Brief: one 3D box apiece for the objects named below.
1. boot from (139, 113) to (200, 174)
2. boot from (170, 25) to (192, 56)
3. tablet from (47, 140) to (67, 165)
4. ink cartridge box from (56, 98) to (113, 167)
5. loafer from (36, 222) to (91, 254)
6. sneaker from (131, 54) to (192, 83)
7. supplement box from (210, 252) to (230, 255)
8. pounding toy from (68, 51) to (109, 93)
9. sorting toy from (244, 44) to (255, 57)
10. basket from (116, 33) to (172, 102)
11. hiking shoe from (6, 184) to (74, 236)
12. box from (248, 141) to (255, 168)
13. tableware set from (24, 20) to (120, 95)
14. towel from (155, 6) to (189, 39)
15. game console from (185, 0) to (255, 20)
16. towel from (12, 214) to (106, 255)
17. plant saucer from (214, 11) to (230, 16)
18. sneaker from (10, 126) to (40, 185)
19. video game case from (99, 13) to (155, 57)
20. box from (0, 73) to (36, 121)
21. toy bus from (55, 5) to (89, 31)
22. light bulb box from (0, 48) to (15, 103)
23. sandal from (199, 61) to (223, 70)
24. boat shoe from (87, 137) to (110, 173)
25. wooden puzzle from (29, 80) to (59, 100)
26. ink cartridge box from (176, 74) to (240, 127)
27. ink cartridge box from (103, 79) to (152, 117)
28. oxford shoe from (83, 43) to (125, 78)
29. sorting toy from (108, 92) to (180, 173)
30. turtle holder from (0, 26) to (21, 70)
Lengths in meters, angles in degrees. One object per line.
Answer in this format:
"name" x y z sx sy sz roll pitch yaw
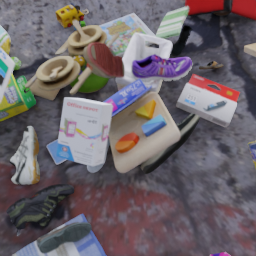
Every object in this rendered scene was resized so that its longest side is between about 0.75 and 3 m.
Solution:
"boot" 0.729 -0.035 7.877 2.303 0.831 1.740 -40 68 -20
"boot" 1.771 -2.915 9.323 0.345 0.763 0.932 31 55 11
"tablet" -1.711 0.523 8.021 1.068 0.073 0.695 -30 67 -13
"ink cartridge box" -0.946 0.052 6.051 0.956 0.560 1.323 12 96 19
"loafer" -1.488 2.447 6.490 1.266 0.398 0.455 -12 105 -33
"sneaker" 0.890 -1.656 7.497 1.653 0.690 0.666 -9 52 4
"supplement box" 1.689 3.931 5.595 1.263 1.236 2.443 37 68 17
"pounding toy" -1.321 -2.056 8.890 1.356 0.815 1.756 -7 63 0
"sorting toy" 3.677 -1.572 6.345 1.456 0.510 1.465 -14 32 -8
"basket" 0.484 -1.758 8.590 1.258 1.145 1.856 17 64 9
"hiking shoe" -2.092 1.999 7.035 1.662 0.629 0.837 -21 94 -23
"box" 3.626 0.967 7.315 0.429 0.467 1.333 -12 80 -11
"tableware set" -1.746 -2.295 8.477 1.982 0.601 2.999 10 54 29
"towel" 1.386 -3.287 8.830 0.905 0.139 1.186 2 60 42
"game console" 3.576 -5.435 10.377 2.391 1.647 2.775 4 89 34
"towel" -1.713 3.379 6.395 2.498 0.297 1.835 -29 61 -16
"plant saucer" 3.513 -4.617 10.650 0.834 0.134 0.834 0 62 0
"sneaker" -2.851 0.713 7.608 0.738 0.637 1.684 -8 62 -4
"video game case" -0.088 -3.269 9.830 1.728 0.191 1.573 -28 64 -18
"box" -4.093 -0.812 8.442 2.319 0.561 1.361 -25 65 -14
"toy bus" -2.055 -4.154 10.155 1.053 0.577 1.116 6 63 3
"light bulb box" -4.508 -0.984 6.805 2.510 1.580 2.532 -14 50 16
"sandal" 2.699 -2.037 9.100 0.888 0.363 0.242 -7 102 -16
"boat shoe" -0.798 0.726 7.733 0.421 0.363 1.171 28 61 -8
"wooden puzzle" -2.567 -1.403 8.976 0.900 0.181 0.972 19 69 9
"ink cartridge box" 2.516 -0.961 8.627 1.635 0.366 1.441 24 66 12
"ink cartridge box" -0.306 -0.633 7.428 1.320 2.211 0.464 -36 97 -17
"oxford shoe" -0.707 -1.542 6.922 0.761 2.036 0.717 -6 86 17
"sorting toy" -0.093 0.205 6.882 2.435 0.358 1.800 -32 41 11
"turtle holder" -4.384 -2.626 8.917 1.808 1.374 1.284 37 68 18
